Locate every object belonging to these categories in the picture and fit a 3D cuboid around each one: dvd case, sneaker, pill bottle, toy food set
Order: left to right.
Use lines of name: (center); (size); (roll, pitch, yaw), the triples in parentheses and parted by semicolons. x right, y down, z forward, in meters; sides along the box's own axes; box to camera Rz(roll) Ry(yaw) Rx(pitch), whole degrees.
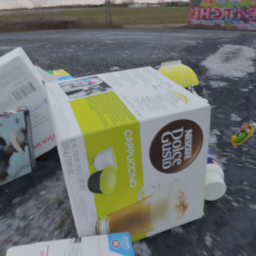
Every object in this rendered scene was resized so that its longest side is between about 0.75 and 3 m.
dvd case: (-3.763, 0.753, 7.157); (0.309, 2.052, 2.811); (25, 34, 35)
sneaker: (3.194, -1.615, 13.577); (1.371, 0.892, 0.547); (15, 30, 29)
pill bottle: (2.018, 1.146, 7.551); (0.871, 0.871, 1.570); (-3, 32, -6)
toy food set: (3.751, 0.127, 9.204); (0.334, 1.021, 0.601); (40, 23, -10)

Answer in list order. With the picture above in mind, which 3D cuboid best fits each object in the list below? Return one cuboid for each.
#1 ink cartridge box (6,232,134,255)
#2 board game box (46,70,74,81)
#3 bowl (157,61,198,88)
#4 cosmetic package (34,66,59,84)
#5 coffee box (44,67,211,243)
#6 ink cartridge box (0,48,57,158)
ink cartridge box: (-0.961, 2.591, 4.720); (2.186, 0.741, 1.268); (-3, 23, -8)
board game box: (-4.458, -2.858, 16.686); (1.947, 0.513, 2.545); (-12, 28, -25)
bowl: (2.329, -2.773, 14.730); (2.551, 1.373, 2.551); (-9, 10, 2)
cosmetic package: (-3.616, -1.538, 11.511); (1.144, 1.386, 1.143); (-26, 47, 33)
coffee box: (-0.120, 0.493, 6.437); (2.809, 2.836, 2.840); (-13, 29, -15)
ink cartridge box: (-3.263, -0.579, 8.374); (2.108, 2.856, 1.223); (-30, 34, -3)
